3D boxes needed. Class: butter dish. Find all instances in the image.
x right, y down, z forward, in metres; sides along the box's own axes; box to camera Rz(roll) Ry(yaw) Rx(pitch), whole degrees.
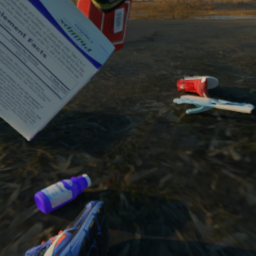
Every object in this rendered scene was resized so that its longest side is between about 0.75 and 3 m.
[{"bbox_3d":[-0.881,-3.089,7.822,1.341,1.814,1.809,27,34,25],"label":"butter dish"}]

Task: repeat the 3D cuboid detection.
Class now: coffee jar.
[{"bbox_3d":[-0.328,-2.363,4.342,0.694,0.568,1.330,-39,-4,-2],"label":"coffee jar"}]

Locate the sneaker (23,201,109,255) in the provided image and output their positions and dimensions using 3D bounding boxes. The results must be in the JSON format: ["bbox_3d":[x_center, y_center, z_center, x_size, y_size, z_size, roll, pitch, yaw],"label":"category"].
[{"bbox_3d":[-1.040,1.920,4.131,0.991,0.952,2.527,5,24,21],"label":"sneaker"}]

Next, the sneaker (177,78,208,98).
[{"bbox_3d":[2.650,-1.640,11.654,1.252,0.849,2.167,-3,7,14],"label":"sneaker"}]

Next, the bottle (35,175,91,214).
[{"bbox_3d":[-1.332,1.339,5.886,1.168,0.381,0.488,-22,34,-38],"label":"bottle"}]

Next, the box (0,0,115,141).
[{"bbox_3d":[-1.674,-1.223,4.810,2.144,1.971,1.125,-37,16,31],"label":"box"}]

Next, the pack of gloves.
[{"bbox_3d":[3.102,-0.715,10.222,2.693,0.531,2.262,12,13,27],"label":"pack of gloves"}]

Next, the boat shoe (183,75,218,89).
[{"bbox_3d":[3.287,-2.196,12.902,1.599,0.597,0.742,2,33,6],"label":"boat shoe"}]
